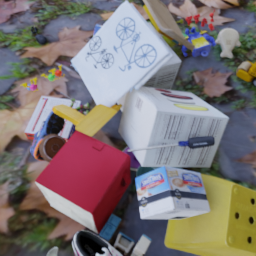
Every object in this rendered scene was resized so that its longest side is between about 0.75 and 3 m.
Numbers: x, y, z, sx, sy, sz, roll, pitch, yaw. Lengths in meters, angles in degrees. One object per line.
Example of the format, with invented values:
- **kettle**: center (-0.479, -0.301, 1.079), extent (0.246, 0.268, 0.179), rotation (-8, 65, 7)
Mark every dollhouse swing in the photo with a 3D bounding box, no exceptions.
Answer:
- **dollhouse swing**: center (-1.180, -0.606, 8.334), extent (1.437, 1.581, 1.390), rotation (-44, 94, 8)

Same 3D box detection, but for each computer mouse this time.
- **computer mouse**: center (-4.276, -4.446, 13.275), extent (0.446, 0.259, 1.521), rotation (-28, 58, -18)

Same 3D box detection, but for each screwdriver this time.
- **screwdriver**: center (1.055, 0.404, 6.852), extent (2.144, 0.312, 0.299), rotation (-3, 45, -3)

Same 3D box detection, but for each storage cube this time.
- **storage cube**: center (-1.139, 1.542, 7.940), extent (2.065, 1.765, 1.856), rotation (25, 58, 17)

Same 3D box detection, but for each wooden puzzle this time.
- **wooden puzzle**: center (1.202, -3.987, 10.169), extent (2.427, 0.488, 2.623), rotation (1, 55, -57)

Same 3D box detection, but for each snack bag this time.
- **snack bag**: center (-0.340, -1.983, 8.128), extent (2.665, 0.285, 2.513), rotation (-42, 61, 19)

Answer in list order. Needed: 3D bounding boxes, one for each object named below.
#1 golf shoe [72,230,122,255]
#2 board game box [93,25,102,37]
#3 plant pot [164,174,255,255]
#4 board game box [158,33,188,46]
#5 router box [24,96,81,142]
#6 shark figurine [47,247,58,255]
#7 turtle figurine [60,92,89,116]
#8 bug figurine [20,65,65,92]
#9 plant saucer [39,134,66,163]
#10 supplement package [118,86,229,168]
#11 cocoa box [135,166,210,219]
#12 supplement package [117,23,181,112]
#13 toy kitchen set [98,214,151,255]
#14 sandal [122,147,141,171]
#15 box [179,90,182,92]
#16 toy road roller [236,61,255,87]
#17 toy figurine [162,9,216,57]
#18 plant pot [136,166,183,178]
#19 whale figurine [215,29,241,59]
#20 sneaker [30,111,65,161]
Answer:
- **golf shoe**: center (-0.471, 3.487, 6.930), extent (2.426, 1.117, 0.881), rotation (31, 59, 19)
- **board game box**: center (-1.169, -2.926, 10.526), extent (0.448, 1.762, 2.603), rotation (10, 20, -10)
- **plant pot**: center (2.319, 2.201, 6.820), extent (1.964, 1.732, 1.964), rotation (22, 70, -19)
- **board game box**: center (2.134, -4.389, 13.300), extent (1.392, 0.163, 0.729), rotation (33, 58, 22)
- **router box**: center (-2.647, -0.297, 10.119), extent (1.551, 0.422, 1.728), rotation (9, 54, 6)
- **shark figurine**: center (-1.090, 3.885, 6.758), extent (2.885, 1.204, 1.724), rotation (16, 89, 21)
- **turtle figurine**: center (-1.757, -0.639, 9.105), extent (0.909, 0.937, 0.675), rotation (-5, 29, 2)
- **bug figurine**: center (-2.681, -1.485, 8.831), extent (1.485, 0.382, 1.151), rotation (-26, 17, -1)
- **plant saucer**: center (-2.122, 0.596, 8.136), extent (0.870, 0.150, 0.870), rotation (11, 70, -33)
- **supplement package**: center (1.193, -0.080, 8.207), extent (2.233, 1.642, 2.135), rotation (4, 24, -23)
- **cocoa box**: center (0.946, 1.420, 5.968), extent (1.336, 0.891, 0.876), rotation (17, 54, -41)
- **supplement package**: center (0.373, -2.041, 10.057), extent (1.705, 2.318, 2.217), rotation (-16, 59, -21)
- **toy kitchen set**: center (-0.041, 2.790, 7.425), extent (1.247, 0.999, 0.734), rotation (28, 52, 10)
- **sandal**: center (1.038, 0.788, 9.166), extent (2.620, 0.644, 1.066), rotation (-4, 57, -4)
- **box**: center (1.304, -0.574, 9.978), extent (1.569, 0.959, 0.832), rotation (-18, 58, -14)
- **toy road roller**: center (5.151, -2.370, 11.321), extent (1.286, 0.939, 0.790), rotation (34, 61, 22)
- **toy figurine**: center (2.861, -3.747, 12.107), extent (2.700, 1.424, 1.618), rotation (-19, 70, -10)
- **plant pot**: center (1.082, 1.566, 8.222), extent (0.981, 1.464, 1.464), rotation (-22, 56, -32)
- **whale figurine**: center (4.440, -3.723, 12.585), extent (1.120, 0.731, 1.408), rotation (6, 78, 6)
- **sneaker**: center (-2.545, 0.151, 8.609), extent (0.666, 0.640, 1.699), rotation (8, 66, 40)
